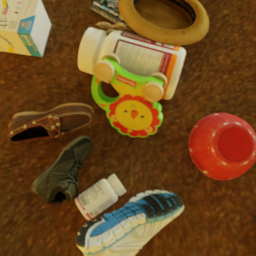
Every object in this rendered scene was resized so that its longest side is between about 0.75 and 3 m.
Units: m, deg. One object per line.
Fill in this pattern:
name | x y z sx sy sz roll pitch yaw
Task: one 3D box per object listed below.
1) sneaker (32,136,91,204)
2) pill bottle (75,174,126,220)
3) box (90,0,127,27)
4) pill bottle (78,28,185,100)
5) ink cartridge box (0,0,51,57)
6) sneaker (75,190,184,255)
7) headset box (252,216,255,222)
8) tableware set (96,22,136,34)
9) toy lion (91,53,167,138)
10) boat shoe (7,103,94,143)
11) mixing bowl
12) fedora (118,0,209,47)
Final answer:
sneaker | -1.528 1.209 7.608 1.188 0.793 2.075 29 68 34
pill bottle | -0.744 1.867 7.669 1.272 0.721 0.721 -33 77 -9
box | -0.397 -4.213 9.590 1.431 0.329 1.138 32 77 9
pill bottle | 0.102 -1.942 8.301 2.875 1.575 1.575 17 75 5
ink cartridge box | -3.599 -3.226 8.798 1.801 1.303 1.326 8 74 2
sneaker | 0.175 2.709 7.404 2.996 1.123 1.298 -20 114 -17
headset box | 4.533 2.754 7.409 1.374 0.713 1.846 -35 79 -9
tableware set | -0.353 -2.957 8.367 0.938 1.123 0.130 6 94 24
toy lion | -0.019 -0.712 7.779 2.188 2.097 0.751 23 40 0
boat shoe | -2.199 -0.050 8.037 2.477 0.872 0.871 -11 42 5
mixing bowl | 2.766 0.473 7.738 1.989 1.077 1.989 0 83 0
fedora | 1.037 -3.285 8.762 2.828 1.153 2.828 4 60 -7
